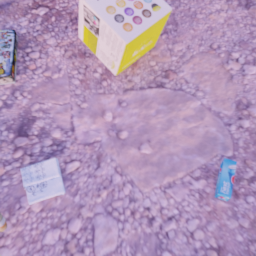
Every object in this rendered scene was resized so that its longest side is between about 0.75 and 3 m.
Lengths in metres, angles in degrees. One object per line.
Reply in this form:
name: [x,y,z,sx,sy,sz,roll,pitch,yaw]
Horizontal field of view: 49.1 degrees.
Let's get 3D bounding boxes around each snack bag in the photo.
snack bag: [-3.051,1.895,9.982,1.376,0.156,1.459,-16,62,-9]

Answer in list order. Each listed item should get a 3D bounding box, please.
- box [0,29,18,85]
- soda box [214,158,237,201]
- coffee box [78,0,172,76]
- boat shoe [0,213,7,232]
box: [-6.039,-3.152,12.533,1.952,0.569,2.851,-8,61,-4]
soda box: [3.438,1.810,9.862,0.474,0.449,1.399,17,63,9]
coffee box: [-0.253,-4.320,11.711,2.630,2.634,2.605,-42,85,-20]
boat shoe: [-4.707,3.222,8.936,1.726,0.590,0.645,-14,29,12]
